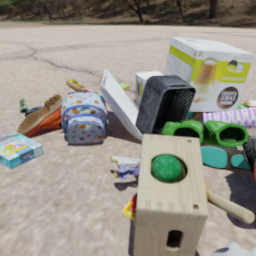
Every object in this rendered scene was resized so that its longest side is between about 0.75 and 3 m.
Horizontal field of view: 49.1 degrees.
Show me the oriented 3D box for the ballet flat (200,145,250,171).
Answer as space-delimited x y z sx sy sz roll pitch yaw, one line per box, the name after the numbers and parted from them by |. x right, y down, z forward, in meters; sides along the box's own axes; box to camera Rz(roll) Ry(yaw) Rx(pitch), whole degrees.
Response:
2.979 0.886 8.189 1.973 0.671 0.675 10 12 29 | ballet flat

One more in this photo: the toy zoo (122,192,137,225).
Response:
0.413 1.883 6.647 0.823 0.128 1.254 12 27 24 | toy zoo

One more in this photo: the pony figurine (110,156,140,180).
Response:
0.479 0.977 7.308 1.672 1.392 1.614 -2 1 -13 | pony figurine

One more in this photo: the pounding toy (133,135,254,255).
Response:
0.951 1.291 5.131 1.576 2.217 2.041 4 41 3 | pounding toy

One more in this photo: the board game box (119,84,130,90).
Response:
-0.439 -2.160 15.150 0.569 0.179 1.192 16 26 28 | board game box

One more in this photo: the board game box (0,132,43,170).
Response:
-3.661 0.679 8.945 1.521 0.357 1.149 19 31 35 | board game box

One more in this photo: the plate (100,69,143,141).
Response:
-0.256 -0.837 10.179 0.405 2.504 2.499 -33 19 12 | plate

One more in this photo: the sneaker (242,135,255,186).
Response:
3.215 0.766 6.357 1.431 1.036 2.930 -12 8 41 | sneaker

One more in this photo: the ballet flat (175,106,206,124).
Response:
2.615 -0.811 11.762 0.854 0.923 2.617 28 24 -18 | ballet flat

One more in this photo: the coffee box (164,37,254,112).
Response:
2.837 -2.012 10.587 2.246 2.224 2.249 0 27 -17 | coffee box

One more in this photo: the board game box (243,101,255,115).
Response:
5.642 -0.570 11.554 1.330 0.365 2.107 -17 30 -33 | board game box

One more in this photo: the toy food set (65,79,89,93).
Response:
-2.455 -1.969 13.782 1.362 0.331 1.348 35 -7 -30 | toy food set

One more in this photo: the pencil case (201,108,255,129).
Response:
3.536 -0.283 9.821 1.830 0.768 0.782 -6 36 14 | pencil case

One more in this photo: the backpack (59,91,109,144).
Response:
-1.481 -0.347 9.455 1.836 1.749 1.414 -7 47 -10 | backpack

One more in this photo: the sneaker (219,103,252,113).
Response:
4.051 -0.857 11.454 1.006 0.922 2.362 -6 27 -17 | sneaker

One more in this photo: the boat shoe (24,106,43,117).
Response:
-3.082 -0.510 11.071 2.027 0.853 0.696 -12 10 10 | boat shoe

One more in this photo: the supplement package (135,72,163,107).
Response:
1.015 -1.643 12.528 1.109 1.472 1.117 -9 27 -18 | supplement package

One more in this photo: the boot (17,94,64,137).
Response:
-3.029 -0.195 10.314 2.062 1.106 0.774 -38 45 -9 | boot

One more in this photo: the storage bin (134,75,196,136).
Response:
1.201 -0.628 9.414 1.402 2.074 0.972 -8 38 -31 | storage bin

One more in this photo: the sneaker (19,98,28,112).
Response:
-4.690 -1.011 12.382 0.393 0.429 1.006 -20 33 -15 | sneaker

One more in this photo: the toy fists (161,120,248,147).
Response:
2.390 0.178 8.978 2.627 0.903 1.339 -1 -3 -2 | toy fists

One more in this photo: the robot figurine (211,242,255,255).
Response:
1.532 2.562 4.093 1.605 1.069 1.892 -5 19 40 | robot figurine
